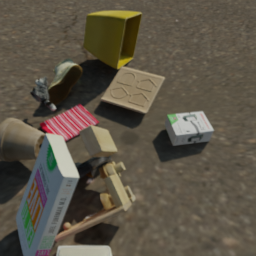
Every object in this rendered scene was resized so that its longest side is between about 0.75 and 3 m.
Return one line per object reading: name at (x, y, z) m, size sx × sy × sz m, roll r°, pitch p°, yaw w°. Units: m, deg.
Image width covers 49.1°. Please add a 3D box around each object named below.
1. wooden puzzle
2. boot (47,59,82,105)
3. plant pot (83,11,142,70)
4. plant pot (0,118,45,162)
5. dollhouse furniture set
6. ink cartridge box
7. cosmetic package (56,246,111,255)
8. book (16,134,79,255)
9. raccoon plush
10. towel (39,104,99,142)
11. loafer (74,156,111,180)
wooden puzzle at (0.174, -1.221, 9.241) m, size 1.598 × 0.399 × 1.725 m, roll 19°, pitch 58°, yaw 19°
boot at (-2.309, -1.570, 9.412) m, size 1.660 × 0.598 × 1.284 m, roll -48°, pitch 36°, yaw 3°
plant pot at (-0.630, -3.353, 10.133) m, size 1.543 × 1.750 × 1.750 m, roll 19°, pitch 32°, yaw 12°
plant pot at (-2.633, 0.372, 7.099) m, size 0.976 × 1.125 × 1.125 m, roll 10°, pitch 47°, yaw 12°
dollhouse furniture set at (-0.926, 1.116, 6.150) m, size 1.476 × 1.722 × 1.811 m, roll -27°, pitch 80°, yaw 7°
ink cartridge box at (1.742, 0.003, 8.098) m, size 1.146 × 0.482 × 0.836 m, roll -7°, pitch 48°, yaw -12°
cosmetic package at (-0.607, 2.758, 4.336) m, size 0.767 × 2.158 × 1.135 m, roll 0°, pitch 46°, yaw 1°
book at (-1.583, 1.419, 5.431) m, size 0.526 × 2.187 × 1.461 m, roll 12°, pitch 21°, yaw -31°
raccoon plush at (-2.455, -1.047, 8.503) m, size 1.022 × 0.494 × 0.685 m, roll 45°, pitch 63°, yaw -15°
towel at (-1.789, -0.128, 8.485) m, size 1.491 × 0.168 × 1.078 m, roll -30°, pitch 54°, yaw -26°
loafer at (-1.004, 1.063, 7.197) m, size 1.341 × 0.488 × 0.485 m, roll -18°, pitch 77°, yaw -27°
